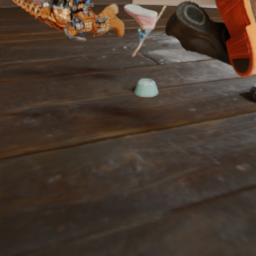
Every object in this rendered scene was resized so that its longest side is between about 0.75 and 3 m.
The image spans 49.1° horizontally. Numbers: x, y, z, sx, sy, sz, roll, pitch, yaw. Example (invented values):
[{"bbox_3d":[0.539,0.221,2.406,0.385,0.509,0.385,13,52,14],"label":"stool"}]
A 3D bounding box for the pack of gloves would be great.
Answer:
[{"bbox_3d":[0.590,-3.458,9.983,0.339,1.443,1.717,34,-9,-5],"label":"pack of gloves"}]

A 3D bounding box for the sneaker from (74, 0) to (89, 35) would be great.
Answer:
[{"bbox_3d":[-1.317,-3.606,8.323,0.562,1.706,0.669,-24,61,-33],"label":"sneaker"}]

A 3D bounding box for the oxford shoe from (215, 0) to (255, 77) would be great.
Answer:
[{"bbox_3d":[2.063,-2.069,4.669,0.857,2.350,0.838,-12,6,-11],"label":"oxford shoe"}]

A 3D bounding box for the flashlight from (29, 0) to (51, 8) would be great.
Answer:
[{"bbox_3d":[-2.848,-4.013,8.726,1.013,0.344,0.343,39,55,23],"label":"flashlight"}]

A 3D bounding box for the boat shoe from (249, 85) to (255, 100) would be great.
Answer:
[{"bbox_3d":[5.388,-1.381,10.055,2.071,0.765,0.625,-15,36,-9],"label":"boat shoe"}]

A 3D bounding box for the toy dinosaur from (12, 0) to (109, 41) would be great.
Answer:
[{"bbox_3d":[-1.016,-1.948,4.541,0.752,1.000,1.473,-3,-6,45],"label":"toy dinosaur"}]

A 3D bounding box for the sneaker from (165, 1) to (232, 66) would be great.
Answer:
[{"bbox_3d":[1.496,-1.708,5.411,1.738,0.789,0.660,30,69,-15],"label":"sneaker"}]

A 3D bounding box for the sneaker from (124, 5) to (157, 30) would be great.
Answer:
[{"bbox_3d":[0.352,-3.363,8.623,1.141,0.597,0.430,28,52,23],"label":"sneaker"}]

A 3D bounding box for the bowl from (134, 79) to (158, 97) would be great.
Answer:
[{"bbox_3d":[0.682,-1.551,10.594,0.909,0.476,0.909,0,28,0],"label":"bowl"}]

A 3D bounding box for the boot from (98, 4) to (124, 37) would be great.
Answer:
[{"bbox_3d":[-0.614,-3.650,9.946,0.469,1.222,0.949,21,53,28],"label":"boot"}]
